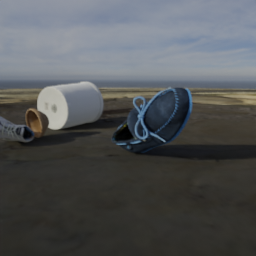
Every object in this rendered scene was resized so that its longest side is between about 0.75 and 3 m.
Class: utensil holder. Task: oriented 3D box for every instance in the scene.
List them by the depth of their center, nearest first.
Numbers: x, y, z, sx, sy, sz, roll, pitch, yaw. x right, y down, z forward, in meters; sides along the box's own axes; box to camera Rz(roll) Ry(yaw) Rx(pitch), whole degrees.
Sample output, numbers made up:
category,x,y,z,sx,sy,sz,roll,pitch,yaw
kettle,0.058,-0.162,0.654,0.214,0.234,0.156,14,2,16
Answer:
category,x,y,z,sx,sy,sz,roll,pitch,yaw
utensil holder,-2.297,-0.908,11.310,1.767,1.767,2.080,6,14,30

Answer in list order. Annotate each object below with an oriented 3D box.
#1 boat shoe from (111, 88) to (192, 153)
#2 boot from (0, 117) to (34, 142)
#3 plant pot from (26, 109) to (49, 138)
category,x,y,z,sx,sy,sz,roll,pitch,yaw
boat shoe,0.393,0.003,6.403,0.949,1.163,2.764,10,-33,-21
boot,-3.489,0.002,8.124,0.933,0.718,1.952,6,-8,10
plant pot,-2.911,-0.195,9.176,0.960,0.960,0.443,9,23,41
